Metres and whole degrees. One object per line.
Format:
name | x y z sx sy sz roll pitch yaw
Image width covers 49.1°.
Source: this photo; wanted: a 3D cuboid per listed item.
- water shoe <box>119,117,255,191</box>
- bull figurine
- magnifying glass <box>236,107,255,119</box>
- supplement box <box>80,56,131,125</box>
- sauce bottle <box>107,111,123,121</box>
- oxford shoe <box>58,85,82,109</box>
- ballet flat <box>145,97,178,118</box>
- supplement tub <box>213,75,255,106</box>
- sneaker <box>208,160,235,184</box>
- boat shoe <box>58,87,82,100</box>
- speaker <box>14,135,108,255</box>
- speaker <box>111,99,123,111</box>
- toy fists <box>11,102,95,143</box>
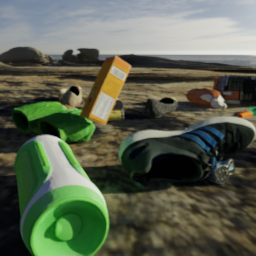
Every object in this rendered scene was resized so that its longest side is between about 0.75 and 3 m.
water shoe | 1.279 0.565 5.292 2.846 1.018 1.123 -10 35 -11
bull figurine | 3.532 -1.303 12.079 1.414 0.758 2.328 -4 18 -29
magnifying glass | 4.607 -0.550 10.412 1.850 0.207 0.736 -10 19 -39
supplement box | -0.557 -0.906 6.848 0.560 1.628 0.542 29 -7 -31
sauce bottle | -0.681 -0.417 9.599 1.045 0.338 0.338 -3 16 -11
oxford shoe | -2.134 -1.354 11.262 0.768 0.815 2.180 31 19 -14
ballet flat | 1.367 -0.939 10.766 0.831 0.710 2.500 7 17 24
supplement tub | 4.899 -1.688 12.432 2.080 1.274 1.274 9 17 25
sneaker | 1.698 0.838 5.274 0.371 0.323 0.825 -13 0 43
boat shoe | -2.619 -1.597 13.385 0.617 0.685 1.898 19 17 12
speaker | -1.038 0.807 3.881 1.017 1.017 2.300 -7 17 -22
speaker | -0.663 -0.996 11.319 0.538 0.538 1.324 -6 16 -21
toy fists | -2.009 -0.149 7.703 2.551 0.877 1.300 15 29 39
